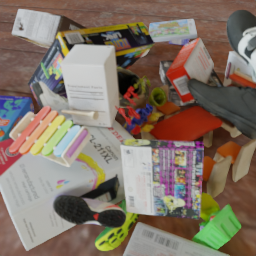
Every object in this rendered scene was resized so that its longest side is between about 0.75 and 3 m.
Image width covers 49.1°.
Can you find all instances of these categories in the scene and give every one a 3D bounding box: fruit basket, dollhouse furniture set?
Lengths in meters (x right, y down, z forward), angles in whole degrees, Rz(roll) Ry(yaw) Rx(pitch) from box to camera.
[{"bbox_3d":[1.460,1.636,5.044,0.691,0.959,0.959,-28,47,-30],"label":"fruit basket"},{"bbox_3d":[1.843,-0.241,6.889,2.899,1.510,2.931,-24,45,-27],"label":"dollhouse furniture set"}]

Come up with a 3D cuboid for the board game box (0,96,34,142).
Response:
[{"bbox_3d":[-3.783,-0.035,7.416,1.777,0.526,2.337,3,39,4],"label":"board game box"}]

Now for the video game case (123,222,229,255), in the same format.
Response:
[{"bbox_3d":[0.822,2.692,4.248,2.255,0.267,2.052,15,42,17],"label":"video game case"}]

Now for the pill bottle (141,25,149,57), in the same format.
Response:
[{"bbox_3d":[0.404,-3.711,11.630,0.984,0.984,1.777,2,39,2],"label":"pill bottle"}]

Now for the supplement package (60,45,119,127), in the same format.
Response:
[{"bbox_3d":[-0.734,-0.870,5.870,0.876,1.462,0.887,5,40,10],"label":"supplement package"}]

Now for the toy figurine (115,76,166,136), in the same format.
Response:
[{"bbox_3d":[0.133,-0.326,6.754,0.945,1.073,1.791,39,43,-4],"label":"toy figurine"}]

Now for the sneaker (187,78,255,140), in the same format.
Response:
[{"bbox_3d":[2.479,-0.634,6.667,2.283,1.036,0.867,35,14,12],"label":"sneaker"}]

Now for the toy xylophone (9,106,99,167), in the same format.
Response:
[{"bbox_3d":[-1.322,0.061,5.119,1.769,0.444,1.295,5,54,34],"label":"toy xylophone"}]

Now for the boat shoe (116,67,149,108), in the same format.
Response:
[{"bbox_3d":[-0.044,-1.052,7.575,0.814,0.973,2.723,6,1,29],"label":"boat shoe"}]

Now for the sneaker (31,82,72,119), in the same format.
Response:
[{"bbox_3d":[-1.369,-0.600,6.732,1.168,2.031,0.766,-32,56,-3],"label":"sneaker"}]

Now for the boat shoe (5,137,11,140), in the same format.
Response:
[{"bbox_3d":[-2.607,0.440,6.504,1.824,0.682,0.605,-43,56,-14],"label":"boat shoe"}]

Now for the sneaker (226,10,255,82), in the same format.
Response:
[{"bbox_3d":[3.148,-1.752,6.329,0.960,1.146,2.590,-24,78,0],"label":"sneaker"}]

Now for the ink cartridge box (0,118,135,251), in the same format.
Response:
[{"bbox_3d":[-1.214,0.827,5.865,2.712,1.123,1.976,-23,44,-25],"label":"ink cartridge box"}]

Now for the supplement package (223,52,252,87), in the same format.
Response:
[{"bbox_3d":[4.255,-1.421,8.440,1.742,1.240,2.237,-7,34,-9],"label":"supplement package"}]

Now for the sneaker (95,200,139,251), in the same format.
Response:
[{"bbox_3d":[-0.234,1.814,5.285,0.493,0.437,1.179,11,35,35],"label":"sneaker"}]

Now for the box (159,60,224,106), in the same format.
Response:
[{"bbox_3d":[2.042,-1.561,9.300,1.705,0.538,2.163,-2,39,-2],"label":"box"}]

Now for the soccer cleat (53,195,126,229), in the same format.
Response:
[{"bbox_3d":[-0.678,1.422,4.841,1.286,0.439,0.471,17,-3,-18],"label":"soccer cleat"}]

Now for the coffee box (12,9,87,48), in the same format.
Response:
[{"bbox_3d":[-2.965,-3.672,10.819,2.715,1.084,1.535,22,7,33],"label":"coffee box"}]

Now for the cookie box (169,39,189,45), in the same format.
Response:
[{"bbox_3d":[2.291,-3.975,12.506,0.801,0.301,0.685,11,40,13],"label":"cookie box"}]

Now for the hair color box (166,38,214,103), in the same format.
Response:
[{"bbox_3d":[1.861,-1.714,8.170,0.617,1.022,2.014,-18,25,39],"label":"hair color box"}]

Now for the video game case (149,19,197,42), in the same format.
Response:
[{"bbox_3d":[1.555,-3.474,9.946,1.624,0.179,1.478,-3,39,10],"label":"video game case"}]

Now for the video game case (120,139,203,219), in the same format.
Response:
[{"bbox_3d":[0.573,0.880,4.742,1.311,1.447,0.259,1,27,13],"label":"video game case"}]

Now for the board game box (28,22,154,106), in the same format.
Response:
[{"bbox_3d":[-1.027,-1.810,7.885,2.904,2.400,0.823,-26,84,-41],"label":"board game box"}]
